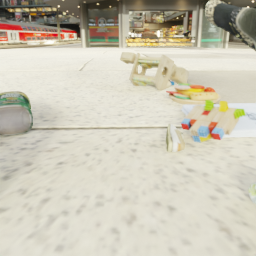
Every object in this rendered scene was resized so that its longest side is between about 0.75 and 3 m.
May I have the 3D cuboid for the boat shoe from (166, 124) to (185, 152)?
[{"bbox_3d":[1.002,0.222,5.996,0.344,0.376,1.006,4,28,3],"label":"boat shoe"}]

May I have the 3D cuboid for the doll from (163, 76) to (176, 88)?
[{"bbox_3d":[1.689,-2.144,12.833,1.014,0.360,1.487,15,18,-10],"label":"doll"}]

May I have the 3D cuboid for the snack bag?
[{"bbox_3d":[2.949,-0.250,7.473,2.537,0.272,2.392,-3,20,-6],"label":"snack bag"}]

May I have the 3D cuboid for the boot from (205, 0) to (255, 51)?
[{"bbox_3d":[2.967,-2.609,7.259,1.924,0.694,1.453,21,20,-40],"label":"boot"}]

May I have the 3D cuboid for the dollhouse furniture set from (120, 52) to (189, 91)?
[{"bbox_3d":[1.096,-2.377,12.935,2.495,1.387,2.207,18,1,43],"label":"dollhouse furniture set"}]

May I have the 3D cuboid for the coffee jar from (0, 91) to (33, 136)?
[{"bbox_3d":[-2.994,-0.441,7.234,0.945,0.773,1.812,-7,20,-20],"label":"coffee jar"}]

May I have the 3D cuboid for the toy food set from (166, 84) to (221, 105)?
[{"bbox_3d":[2.330,-1.207,9.972,1.846,0.454,1.865,9,21,24],"label":"toy food set"}]

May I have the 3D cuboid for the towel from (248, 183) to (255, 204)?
[{"bbox_3d":[2.635,1.096,3.239,1.624,0.457,1.897,-1,19,-7],"label":"towel"}]

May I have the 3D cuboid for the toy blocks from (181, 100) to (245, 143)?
[{"bbox_3d":[1.751,-0.063,6.216,1.362,0.681,0.931,10,48,45],"label":"toy blocks"}]
